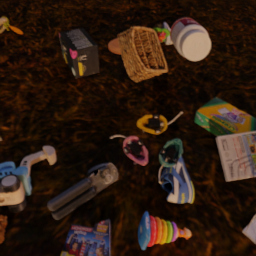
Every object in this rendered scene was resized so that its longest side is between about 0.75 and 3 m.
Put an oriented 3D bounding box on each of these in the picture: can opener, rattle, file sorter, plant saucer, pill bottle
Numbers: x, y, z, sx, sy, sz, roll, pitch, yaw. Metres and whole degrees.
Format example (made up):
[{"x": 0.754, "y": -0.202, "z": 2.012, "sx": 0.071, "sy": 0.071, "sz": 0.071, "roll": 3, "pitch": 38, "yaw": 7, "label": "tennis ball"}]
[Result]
[{"x": -1.385, "y": 1.872, "z": 8.737, "sx": 2.426, "sy": 0.647, "sz": 0.811, "roll": -30, "pitch": 19, "yaw": -26, "label": "can opener"}, {"x": -7.279, "y": -5.291, "z": 16.008, "sx": 1.235, "sy": 1.355, "sz": 1.898, "roll": -8, "pitch": 41, "yaw": 47, "label": "rattle"}, {"x": 4.097, "y": 2.815, "z": 7.391, "sx": 1.061, "sy": 0.953, "sz": 1.530, "roll": -29, "pitch": 52, "yaw": -25, "label": "file sorter"}, {"x": -0.299, "y": -4.532, "z": 15.334, "sx": 1.595, "sy": 0.257, "sz": 1.595, "roll": 0, "pitch": 45, "yaw": 0, "label": "plant saucer"}, {"x": 2.648, "y": -3.808, "z": 12.023, "sx": 1.377, "sy": 1.377, "sz": 2.514, "roll": -1, "pitch": 31, "yaw": -1, "label": "pill bottle"}]

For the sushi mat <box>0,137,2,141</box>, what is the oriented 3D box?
[{"x": -5.294, "y": 0.535, "z": 10.322, "sx": 1.159, "sy": 0.070, "sz": 0.554, "roll": -25, "pitch": 50, "yaw": -23, "label": "sushi mat"}]

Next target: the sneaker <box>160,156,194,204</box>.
[{"x": 1.394, "y": 1.458, "z": 8.910, "sx": 0.859, "sy": 0.773, "sz": 2.089, "roll": -9, "pitch": 44, "yaw": -6, "label": "sneaker"}]

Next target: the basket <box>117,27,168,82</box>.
[{"x": 0.548, "y": -2.990, "z": 11.026, "sx": 1.455, "sy": 1.394, "sz": 1.954, "roll": -17, "pitch": 81, "yaw": 17, "label": "basket"}]

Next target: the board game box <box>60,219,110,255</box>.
[{"x": -0.969, "y": 3.072, "z": 7.512, "sx": 1.313, "sy": 0.405, "sz": 1.313, "roll": 8, "pitch": 44, "yaw": 8, "label": "board game box"}]

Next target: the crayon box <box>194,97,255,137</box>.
[{"x": 3.794, "y": -0.191, "z": 10.648, "sx": 1.286, "sy": 0.631, "sz": 2.166, "roll": -33, "pitch": 53, "yaw": -29, "label": "crayon box"}]

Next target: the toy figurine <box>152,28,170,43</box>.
[{"x": 1.532, "y": -4.681, "z": 15.055, "sx": 1.244, "sy": 0.934, "sz": 1.145, "roll": -3, "pitch": 49, "yaw": 43, "label": "toy figurine"}]

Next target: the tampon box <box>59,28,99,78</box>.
[{"x": -2.357, "y": -3.633, "z": 13.524, "sx": 1.251, "sy": 1.486, "sz": 1.982, "roll": -19, "pitch": 48, "yaw": -18, "label": "tampon box"}]

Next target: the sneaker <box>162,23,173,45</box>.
[{"x": 2.324, "y": -5.318, "z": 15.932, "sx": 0.656, "sy": 0.677, "sz": 1.853, "roll": 2, "pitch": 53, "yaw": -11, "label": "sneaker"}]

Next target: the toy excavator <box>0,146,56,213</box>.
[{"x": -3.439, "y": 1.433, "z": 8.826, "sx": 2.165, "sy": 1.112, "sz": 2.227, "roll": -6, "pitch": 36, "yaw": -7, "label": "toy excavator"}]

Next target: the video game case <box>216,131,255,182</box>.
[{"x": 4.094, "y": 0.887, "z": 9.371, "sx": 2.079, "sy": 0.187, "sz": 1.489, "roll": -8, "pitch": 76, "yaw": -8, "label": "video game case"}]

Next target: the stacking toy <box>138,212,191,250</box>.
[{"x": 1.045, "y": 2.842, "z": 7.630, "sx": 1.446, "sy": 0.794, "sz": 0.839, "roll": 8, "pitch": 41, "yaw": -9, "label": "stacking toy"}]

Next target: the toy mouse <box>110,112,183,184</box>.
[{"x": 0.743, "y": 0.691, "z": 8.628, "sx": 2.518, "sy": 0.487, "sz": 2.238, "roll": -6, "pitch": 66, "yaw": -13, "label": "toy mouse"}]

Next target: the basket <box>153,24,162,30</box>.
[{"x": 1.663, "y": -5.719, "z": 16.327, "sx": 0.568, "sy": 0.544, "sz": 0.762, "roll": 3, "pitch": 44, "yaw": 2, "label": "basket"}]

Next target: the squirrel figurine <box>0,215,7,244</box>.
[{"x": -3.924, "y": 2.770, "z": 7.718, "sx": 1.103, "sy": 0.780, "sz": 1.029, "roll": -2, "pitch": 32, "yaw": -22, "label": "squirrel figurine"}]
